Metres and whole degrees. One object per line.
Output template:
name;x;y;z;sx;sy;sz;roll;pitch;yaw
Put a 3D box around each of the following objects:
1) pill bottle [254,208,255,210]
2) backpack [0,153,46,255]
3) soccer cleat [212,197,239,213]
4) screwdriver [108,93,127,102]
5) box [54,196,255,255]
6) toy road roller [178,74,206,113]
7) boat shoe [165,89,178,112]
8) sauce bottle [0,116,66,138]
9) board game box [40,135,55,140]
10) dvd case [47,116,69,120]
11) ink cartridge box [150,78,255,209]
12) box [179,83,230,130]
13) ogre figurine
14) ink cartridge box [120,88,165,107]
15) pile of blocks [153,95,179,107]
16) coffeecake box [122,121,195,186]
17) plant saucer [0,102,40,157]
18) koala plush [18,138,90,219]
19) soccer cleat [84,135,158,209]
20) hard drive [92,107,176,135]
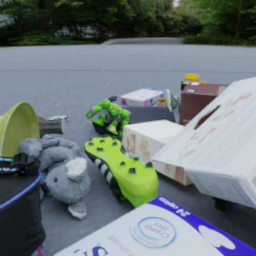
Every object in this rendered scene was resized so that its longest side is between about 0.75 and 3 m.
pill bottle;2.922;1.006;4.903;1.583;1.583;2.820;1;5;2
backpack;-3.043;1.470;3.906;2.998;2.017;2.737;9;23;20
soccer cleat;2.006;0.959;5.925;0.680;1.627;0.526;-13;3;-40
screwdriver;-0.512;-1.632;14.340;0.253;0.243;1.741;38;35;10
box;0.379;2.156;3.243;2.345;1.230;2.157;-19;27;-38
toy road roller;3.138;-1.398;12.148;1.687;1.420;2.311;6;24;13
boat shoe;1.370;-0.893;8.738;0.311;1.007;0.367;-21;56;1
sauce bottle;-3.079;0.003;8.462;2.363;0.765;0.765;0;21;5
board game box;-3.152;0.508;8.752;1.766;0.323;1.336;17;27;38
dvd case;-2.908;-0.287;10.915;0.717;0.108;0.982;1;17;33
ink cartridge box;2.099;-0.021;5.063;2.897;0.648;2.553;-40;12;-17
box;2.503;-0.391;9.011;1.491;1.816;1.507;8;23;20
ogre figurine;-0.575;-0.377;9.186;1.481;0.888;0.727;29;1;9
ink cartridge box;0.802;-1.502;13.775;1.307;0.459;2.190;15;29;35
pile of blocks;1.818;-1.316;13.204;1.631;0.507;0.670;-19;28;-41
coffeecake box;1.244;0.543;7.662;1.782;0.848;2.322;-8;21;-41
plant saucer;-2.401;0.543;6.014;0.345;2.222;2.222;3;21;0
koala plush;-1.357;1.023;5.967;1.515;1.462;1.649;-9;21;-36
soccer cleat;-0.288;0.981;6.435;0.967;1.160;2.863;-12;21;-25
hard drive;0.244;-0.298;10.362;2.873;0.608;1.938;0;21;5
